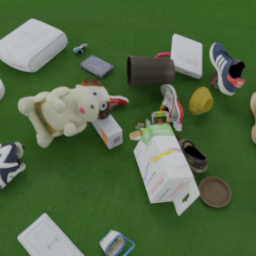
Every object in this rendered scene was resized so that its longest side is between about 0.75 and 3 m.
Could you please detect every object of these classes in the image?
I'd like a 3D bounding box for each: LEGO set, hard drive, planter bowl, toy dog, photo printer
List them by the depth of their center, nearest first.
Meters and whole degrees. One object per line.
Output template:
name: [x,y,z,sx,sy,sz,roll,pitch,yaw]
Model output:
toy dog: [-1.995,-0.682,10.351,2.804,1.956,2.718,-14,11,24]
LEGO set: [0.933,-0.136,10.606,2.083,0.775,0.958,-10,14,-16]
planter bowl: [3.037,-0.999,11.216,1.180,1.180,0.492,-32,39,-22]
hard drive: [2.803,-3.455,13.441,1.532,0.310,2.322,18,54,-9]
photo printer: [-4.754,-3.952,13.630,2.370,0.989,2.849,27,58,17]

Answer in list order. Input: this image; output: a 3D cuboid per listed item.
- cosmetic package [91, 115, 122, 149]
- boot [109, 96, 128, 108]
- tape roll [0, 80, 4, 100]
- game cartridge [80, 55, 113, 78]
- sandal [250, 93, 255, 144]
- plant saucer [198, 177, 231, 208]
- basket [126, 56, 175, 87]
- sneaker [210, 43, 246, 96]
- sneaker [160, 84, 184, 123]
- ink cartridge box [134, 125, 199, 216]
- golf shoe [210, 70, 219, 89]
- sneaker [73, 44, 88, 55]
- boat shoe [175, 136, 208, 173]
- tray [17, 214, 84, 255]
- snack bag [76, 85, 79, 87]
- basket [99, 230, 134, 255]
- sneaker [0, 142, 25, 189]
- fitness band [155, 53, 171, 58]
cosmetic package: [-0.908,-0.129,10.847,0.614,0.874,1.724,-26,57,-17]
boot: [-0.606,-0.921,11.758,1.163,0.421,0.839,6,56,11]
tape roll: [-6.498,-1.581,12.252,2.030,0.371,2.030,0,53,-1]
game cartridge: [-1.495,-2.919,13.349,1.366,0.262,0.885,32,64,22]
sandal: [5.519,-0.624,11.079,1.049,0.941,2.860,20,54,3]
plant saucer: [2.941,2.198,9.553,1.109,0.163,1.109,0,54,0]
basket: [0.956,-2.433,12.073,1.900,1.292,1.713,-1,19,-6]
sneaker: [4.328,-2.736,11.921,1.000,1.127,2.668,5,62,-26]
sneaker: [1.665,-1.056,11.622,0.803,0.761,1.956,-12,52,-3]
ink cartridge box: [1.144,1.381,9.151,0.895,1.557,2.658,1,48,-24]
golf shoe: [4.271,-2.339,12.775,0.706,0.556,1.532,33,61,-1]
sneaker: [-2.312,-3.907,14.015,0.762,0.318,0.460,-28,53,-10]
boat shoe: [2.096,0.742,10.206,0.757,0.745,2.032,-33,57,-33]
tray: [-2.349,3.608,8.459,2.044,0.227,1.097,37,60,24]
snack bag: [-1.752,-1.541,12.378,1.122,0.120,1.058,-3,53,-2]
basket: [-0.333,3.494,8.237,0.782,0.617,0.887,-38,31,-24]
sneaker: [-4.643,0.841,10.037,1.668,1.023,2.563,-32,60,-23]
fitness band: [1.750,-3.244,13.481,1.076,0.201,0.773,-7,66,4]
